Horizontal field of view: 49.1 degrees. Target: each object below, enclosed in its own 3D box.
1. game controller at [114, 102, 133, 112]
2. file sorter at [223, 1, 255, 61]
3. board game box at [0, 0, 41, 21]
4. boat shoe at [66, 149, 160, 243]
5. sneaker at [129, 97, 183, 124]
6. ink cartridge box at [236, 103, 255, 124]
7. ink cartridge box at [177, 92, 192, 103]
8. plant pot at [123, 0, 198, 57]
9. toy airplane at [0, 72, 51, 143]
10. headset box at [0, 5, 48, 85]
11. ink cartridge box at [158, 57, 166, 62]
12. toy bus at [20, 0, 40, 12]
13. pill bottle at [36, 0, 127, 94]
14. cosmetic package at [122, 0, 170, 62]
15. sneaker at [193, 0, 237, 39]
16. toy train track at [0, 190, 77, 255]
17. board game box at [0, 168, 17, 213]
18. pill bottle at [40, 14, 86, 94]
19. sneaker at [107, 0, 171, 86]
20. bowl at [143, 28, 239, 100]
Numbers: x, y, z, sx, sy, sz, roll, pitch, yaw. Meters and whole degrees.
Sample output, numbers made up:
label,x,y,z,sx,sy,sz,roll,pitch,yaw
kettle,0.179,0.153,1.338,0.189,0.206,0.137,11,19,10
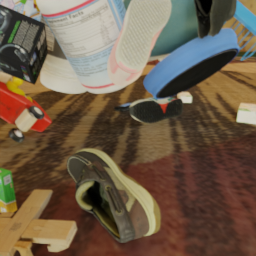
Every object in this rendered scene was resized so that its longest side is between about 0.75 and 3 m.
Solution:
label,x,y,z,sx,sy,sz,roll,pitch,yaw
game controller,-0.049,-0.880,11.237,0.594,0.240,1.138,15,23,35
file sorter,2.679,-2.361,6.797,0.870,0.769,1.254,-29,72,-43
board game box,-3.747,-3.522,10.494,2.459,2.465,0.507,8,21,-15
boat shoe,-0.514,1.031,4.764,0.802,0.872,2.440,-9,25,-38
sneaker,0.842,-0.687,9.996,2.297,0.809,1.074,-10,15,-33
ink cartridge box,4.336,-0.551,9.945,0.789,0.453,1.346,9,21,23
ink cartridge box,2.497,-1.360,12.510,0.532,0.306,0.909,1,19,2
plant pot,0.643,-2.551,6.652,1.441,2.139,2.139,-44,20,6
toy airplane,-3.815,-1.126,7.833,2.981,2.969,2.104,-7,30,-14
headset box,-2.372,-1.566,4.954,1.674,0.776,1.457,21,-10,-13
ink cartridge box,1.584,-3.515,11.272,1.129,0.638,1.541,-13,57,-2
toy bus,-2.494,-3.805,8.160,1.263,1.192,0.653,38,19,-35
pill bottle,-0.786,-2.134,5.440,1.499,2.756,1.499,-15,40,13
cosmetic package,-0.126,-3.702,10.194,2.281,2.743,2.295,-14,9,-24
sneaker,1.487,-2.416,4.826,0.865,1.658,0.498,-17,16,-37
toy train track,-2.073,1.554,4.030,2.805,0.456,1.609,-1,25,14
board game box,-2.429,1.031,4.923,1.007,0.771,0.203,9,21,27
pill bottle,-1.401,-2.412,7.047,1.588,2.808,1.588,12,27,-6
sneaker,0.132,-1.556,4.978,0.709,1.883,0.984,25,-26,-8
bowl,1.472,-1.369,6.484,2.311,0.454,2.311,-26,-9,-5
